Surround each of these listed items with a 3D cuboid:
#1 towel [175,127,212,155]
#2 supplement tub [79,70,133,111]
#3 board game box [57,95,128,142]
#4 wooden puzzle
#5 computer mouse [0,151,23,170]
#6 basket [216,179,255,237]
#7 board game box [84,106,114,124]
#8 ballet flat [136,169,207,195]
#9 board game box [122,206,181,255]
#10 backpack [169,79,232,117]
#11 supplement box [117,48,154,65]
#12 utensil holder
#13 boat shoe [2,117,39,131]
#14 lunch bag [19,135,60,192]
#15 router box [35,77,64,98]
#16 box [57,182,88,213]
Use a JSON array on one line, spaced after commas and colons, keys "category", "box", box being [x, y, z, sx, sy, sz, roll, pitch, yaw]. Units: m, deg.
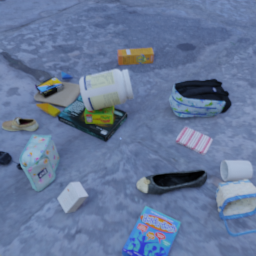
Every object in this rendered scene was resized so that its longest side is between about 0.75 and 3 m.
[{"category": "towel", "box": [2.631, 0.509, 11.133, 1.260, 0.188, 0.922, 26, 51, 19]}, {"category": "supplement tub", "box": [-0.812, -1.485, 10.827, 1.866, 1.353, 1.353, -12, 45, 2]}, {"category": "board game box", "box": [-1.507, -0.476, 11.986, 2.505, 0.353, 1.694, 23, 49, 22]}, {"category": "wooden puzzle", "box": [-3.273, -1.602, 13.172, 1.897, 0.329, 2.811, 21, 48, 15]}, {"category": "computer mouse", "box": [-4.285, 1.282, 10.332, 1.770, 0.301, 0.519, 18, 35, 10]}, {"category": "basket", "box": [3.483, 2.435, 8.490, 1.444, 1.139, 1.638, -5, 36, -3]}, {"category": "board game box", "box": [-1.154, -1.123, 11.997, 1.126, 0.528, 2.216, 0, 45, 1]}, {"category": "ballet flat", "box": [1.482, 1.733, 9.523, 2.437, 0.692, 0.810, -7, 45, -7]}, {"category": "board game box", "box": [0.706, 3.247, 8.244, 1.199, 0.355, 1.577, 20, 48, 19]}, {"category": "backpack", "box": [2.915, -1.276, 12.058, 2.251, 1.730, 1.836, 5, 46, -26]}, {"category": "supplement box", "box": [0.402, -3.872, 15.194, 1.919, 0.639, 0.660, -7, 46, -6]}, {"category": "utensil holder", "box": [3.765, 1.489, 9.767, 0.857, 0.728, 0.728, 0, 45, -4]}, {"category": "boat shoe", "box": [-4.501, -0.200, 11.600, 1.506, 0.500, 0.557, -1, 45, -1]}, {"category": "lunch bag", "box": [-3.023, 1.203, 9.596, 0.945, 1.321, 1.550, 0, 42, 7]}, {"category": "router box", "box": [-3.665, -1.909, 13.060, 1.066, 0.272, 0.795, -33, 62, -31]}, {"category": "box", "box": [-1.762, 2.203, 8.882, 0.600, 0.788, 0.419, 51, 21, 27]}]
